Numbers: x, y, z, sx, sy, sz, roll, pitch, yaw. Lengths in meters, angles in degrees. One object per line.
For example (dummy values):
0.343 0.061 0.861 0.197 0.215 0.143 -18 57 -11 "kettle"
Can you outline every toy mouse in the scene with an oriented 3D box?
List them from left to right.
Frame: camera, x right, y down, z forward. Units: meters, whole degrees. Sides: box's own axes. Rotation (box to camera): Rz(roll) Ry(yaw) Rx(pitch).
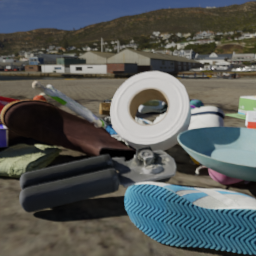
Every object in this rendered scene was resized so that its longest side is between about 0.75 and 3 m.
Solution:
2.323 0.763 5.947 2.221 0.484 2.499 7 15 29 "toy mouse"

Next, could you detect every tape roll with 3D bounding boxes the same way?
0.520 -0.367 6.495 1.830 1.830 0.640 4 -19 17 "tape roll"

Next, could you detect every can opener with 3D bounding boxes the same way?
-0.427 0.981 4.874 2.668 0.892 0.712 -12 37 -12 "can opener"

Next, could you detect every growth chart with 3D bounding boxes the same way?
-1.481 -0.624 7.851 2.128 0.261 2.940 33 0 -12 "growth chart"

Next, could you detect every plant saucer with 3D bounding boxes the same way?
2.114 0.478 5.060 2.455 0.473 2.455 1 13 0 "plant saucer"

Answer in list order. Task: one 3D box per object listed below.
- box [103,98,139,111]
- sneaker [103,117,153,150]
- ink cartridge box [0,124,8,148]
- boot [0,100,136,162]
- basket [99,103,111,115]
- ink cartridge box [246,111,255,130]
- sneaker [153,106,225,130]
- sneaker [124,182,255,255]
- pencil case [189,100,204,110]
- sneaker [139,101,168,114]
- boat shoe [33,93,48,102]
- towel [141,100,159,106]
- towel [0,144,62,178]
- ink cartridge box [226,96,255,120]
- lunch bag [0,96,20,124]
-0.035 -1.322 15.204 2.172 0.500 1.726 4 13 18 "box"
0.291 0.095 8.086 1.099 0.951 2.536 -3 12 -36 "sneaker"
-4.509 0.298 7.097 2.666 0.584 2.691 -5 4 -25 "ink cartridge box"
-1.306 0.117 6.526 2.684 0.971 2.232 17 3 -45 "boot"
-0.912 -0.792 13.388 0.877 0.653 0.626 -3 46 -15 "basket"
5.117 -0.230 9.442 2.088 0.733 2.569 6 2 22 "ink cartridge box"
1.616 0.076 8.142 0.913 0.962 2.390 24 -25 -37 "sneaker"
0.911 1.168 3.861 1.962 0.751 0.793 9 5 16 "sneaker"
2.865 -0.765 12.213 0.720 0.782 1.692 -25 4 26 "pencil case"
1.383 -1.051 13.719 1.857 0.678 0.658 -21 49 -30 "sneaker"
-3.364 -0.745 10.664 0.670 0.589 1.883 37 -24 -4 "boat shoe"
0.487 -1.105 11.630 1.085 0.267 1.462 7 2 -35 "towel"
-2.476 0.709 6.554 1.345 0.331 1.812 1 13 10 "towel"
6.110 -0.960 12.796 2.885 0.856 1.498 -4 13 -18 "ink cartridge box"
-4.362 -0.520 9.128 2.154 1.002 2.445 -2 -8 39 "lunch bag"
